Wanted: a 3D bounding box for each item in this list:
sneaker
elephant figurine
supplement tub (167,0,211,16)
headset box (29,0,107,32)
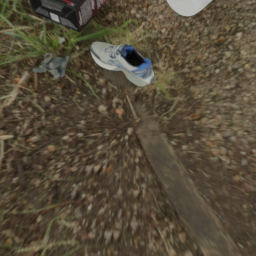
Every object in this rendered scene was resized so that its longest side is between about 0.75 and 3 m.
[{"bbox_3d":[-0.173,-2.103,8.112,2.152,0.917,0.829,29,67,14],"label":"sneaker"},{"bbox_3d":[-2.284,-1.874,8.229,0.889,0.629,0.689,29,37,30],"label":"elephant figurine"},{"bbox_3d":[2.464,-4.964,9.190,1.558,1.558,2.361,40,71,18],"label":"supplement tub"},{"bbox_3d":[-1.766,-4.689,9.368,1.925,0.972,2.590,27,66,13],"label":"headset box"}]
